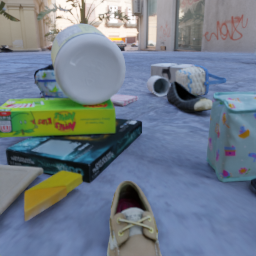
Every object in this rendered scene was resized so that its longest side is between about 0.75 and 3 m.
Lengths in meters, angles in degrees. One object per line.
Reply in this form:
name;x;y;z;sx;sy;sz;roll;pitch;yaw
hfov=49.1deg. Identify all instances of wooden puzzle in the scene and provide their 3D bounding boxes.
wooden puzzle;-2.243;0.909;3.820;2.811;0.329;1.897;5;15;15

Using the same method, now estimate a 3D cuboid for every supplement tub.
supplement tub;-0.913;-1.423;5.909;1.353;1.353;1.866;-5;29;-16

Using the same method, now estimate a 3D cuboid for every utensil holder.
utensil holder;1.172;-1.669;11.058;0.728;0.728;0.857;-4;16;-12

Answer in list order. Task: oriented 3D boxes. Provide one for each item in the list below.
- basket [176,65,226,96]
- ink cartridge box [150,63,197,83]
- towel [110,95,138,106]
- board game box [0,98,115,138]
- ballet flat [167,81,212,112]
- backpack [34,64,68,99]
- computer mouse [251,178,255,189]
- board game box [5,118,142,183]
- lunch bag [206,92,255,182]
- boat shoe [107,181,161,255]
basket;2.768;-1.880;10.960;1.638;1.139;1.444;-13;21;-11
ink cartridge box;2.362;-2.842;14.432;1.979;0.829;1.436;15;23;39
towel;-0.286;-0.983;9.826;0.922;0.188;1.260;8;16;22
board game box;-1.424;-0.262;5.835;2.216;0.528;1.126;-2;19;-8
ballet flat;1.875;-0.988;8.967;0.810;0.692;2.437;-6;19;-18
backpack;-2.222;-1.558;9.613;1.836;1.730;2.251;-3;-4;-23
computer mouse;1.914;1.055;3.495;0.519;0.301;1.770;-10;11;13
board game box;-0.910;0.252;5.713;1.694;0.353;2.505;7;20;21
lunch bag;2.173;0.100;4.572;1.550;1.321;0.945;-4;23;-3
boat shoe;0.029;1.070;2.950;0.557;0.500;1.506;-3;18;-9
